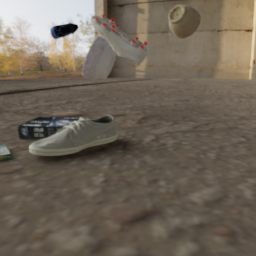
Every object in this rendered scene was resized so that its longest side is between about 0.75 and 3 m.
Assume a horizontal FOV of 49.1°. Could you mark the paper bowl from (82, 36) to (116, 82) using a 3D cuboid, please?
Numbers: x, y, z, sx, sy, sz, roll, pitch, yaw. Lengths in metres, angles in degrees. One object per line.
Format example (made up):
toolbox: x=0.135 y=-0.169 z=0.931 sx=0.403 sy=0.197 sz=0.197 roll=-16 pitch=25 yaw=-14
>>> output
paper bowl: x=-1.302 y=-3.215 z=13.455 sx=1.092 sy=2.099 sz=2.099 roll=24 pitch=15 yaw=1

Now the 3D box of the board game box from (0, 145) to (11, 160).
board game box: x=-3.523 y=0.671 z=7.433 sx=0.623 sy=0.135 sz=0.926 roll=-7 pitch=15 yaw=-31

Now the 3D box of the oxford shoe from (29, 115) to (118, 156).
oxford shoe: x=-1.483 y=0.170 z=8.081 sx=1.102 sy=0.846 sz=2.930 roll=16 pitch=23 yaw=42

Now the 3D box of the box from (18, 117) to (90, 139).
box: x=-2.491 y=-0.008 z=9.712 sx=2.007 sy=0.437 sz=1.608 roll=2 pitch=13 yaw=8

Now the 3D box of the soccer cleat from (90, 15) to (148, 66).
soccer cleat: x=-0.372 y=-2.836 z=9.121 sx=2.226 sy=0.863 sz=0.771 roll=35 pitch=47 yaw=6

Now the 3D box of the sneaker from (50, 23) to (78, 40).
sneaker: x=-1.484 y=-2.308 z=6.574 sx=0.343 sy=0.309 sz=0.881 roll=-12 pitch=23 yaw=24

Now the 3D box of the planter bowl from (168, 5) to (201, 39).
planter bowl: x=1.687 y=-3.445 z=8.872 sx=0.998 sy=0.998 sz=0.672 roll=13 pitch=-6 yaw=44
